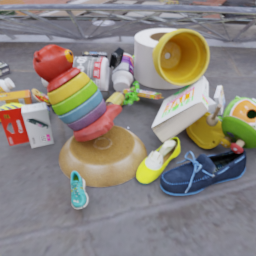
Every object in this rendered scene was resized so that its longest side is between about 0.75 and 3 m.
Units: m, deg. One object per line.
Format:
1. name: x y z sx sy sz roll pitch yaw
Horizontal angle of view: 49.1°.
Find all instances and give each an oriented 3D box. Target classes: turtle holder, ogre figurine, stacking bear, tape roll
1. turtle holder: 3.976 -0.030 9.014 1.472 1.938 1.376 -29 20 -14
2. ogre figurine: 0.141 -1.231 10.677 1.014 0.497 0.608 -40 31 10
3. stacking bear: -1.667 -1.124 8.264 1.590 2.796 1.698 -23 21 25
4. tape roll: 1.689 -3.302 13.139 2.842 1.951 2.842 0 36 0

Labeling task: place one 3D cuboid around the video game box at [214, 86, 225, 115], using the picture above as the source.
1. video game box: 3.514 -1.056 10.752 0.200 0.854 0.778 2 43 33

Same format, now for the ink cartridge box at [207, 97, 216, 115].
1. ink cartridge box: 2.761 -0.626 10.361 0.630 0.863 0.633 -12 38 -17

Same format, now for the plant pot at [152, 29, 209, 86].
1. plant pot: 1.717 -2.612 10.289 1.898 1.898 1.785 -7 19 -10

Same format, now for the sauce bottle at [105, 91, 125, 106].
1. sauce bottle: -0.677 -0.812 10.880 0.581 0.581 1.797 15 40 20

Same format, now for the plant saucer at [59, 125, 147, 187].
1. plant saucer: -0.798 0.658 8.898 2.831 0.501 2.831 0 36 0

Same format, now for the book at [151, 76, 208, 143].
1. book: 1.891 -0.753 9.520 1.797 0.646 2.689 -34 13 26

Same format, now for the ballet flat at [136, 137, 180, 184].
1. ballet flat: 0.944 0.878 8.418 0.669 0.671 2.002 33 46 25

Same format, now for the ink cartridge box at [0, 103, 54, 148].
1. ink cartridge box: -3.167 0.010 8.818 1.404 1.618 0.352 -13 48 -17

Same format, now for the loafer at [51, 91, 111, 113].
1. loafer: -1.841 -1.210 11.121 2.439 0.882 0.888 -13 40 -17

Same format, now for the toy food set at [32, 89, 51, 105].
1. toy food set: -3.481 -1.225 11.379 0.860 0.209 0.851 47 17 32

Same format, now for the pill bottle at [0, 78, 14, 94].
1. pill bottle: -5.283 -1.592 11.554 1.070 0.604 0.604 -30 39 1

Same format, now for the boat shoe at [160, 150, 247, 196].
1. boat shoe: 2.109 1.078 7.942 2.679 0.919 1.127 -15 38 -21

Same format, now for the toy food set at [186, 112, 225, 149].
1. toy food set: 2.592 0.018 9.516 0.582 1.048 1.781 23 22 -46

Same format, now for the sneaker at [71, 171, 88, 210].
1. sneaker: -1.312 1.579 7.122 0.441 0.453 1.137 -19 39 -6

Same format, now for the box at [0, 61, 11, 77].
1. box: -7.078 -2.776 13.665 1.609 0.490 1.996 22 41 29

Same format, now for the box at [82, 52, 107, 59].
1. box: -1.575 -3.062 13.440 1.176 1.167 0.292 0 48 -5

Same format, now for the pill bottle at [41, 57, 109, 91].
1. pill bottle: -2.236 -2.288 12.082 2.694 1.534 1.534 3 36 3

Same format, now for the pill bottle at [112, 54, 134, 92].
1. pill bottle: -0.236 -2.441 12.561 0.939 0.939 1.685 2 56 3

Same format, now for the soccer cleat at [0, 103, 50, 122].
1. soccer cleat: -3.947 -0.492 10.361 2.033 0.657 0.850 -6 37 -9

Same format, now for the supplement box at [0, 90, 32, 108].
1. supplement box: -4.759 -1.076 11.263 1.636 0.563 0.544 -8 39 -14

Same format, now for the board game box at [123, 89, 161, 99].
1. board game box: 0.637 -1.392 11.447 1.536 0.230 0.734 17 18 26

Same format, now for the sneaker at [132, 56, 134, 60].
1. sneaker: 0.840 -3.640 14.969 1.271 0.471 0.531 -10 48 -5

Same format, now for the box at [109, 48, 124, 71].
1. box: -0.483 -2.842 11.554 0.310 0.786 0.555 38 60 9

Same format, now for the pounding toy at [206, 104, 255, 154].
1. pounding toy: 2.936 0.223 8.094 1.647 1.272 0.764 38 81 11
